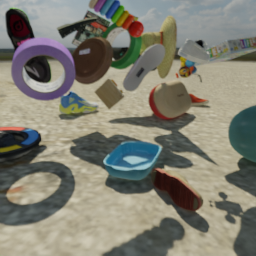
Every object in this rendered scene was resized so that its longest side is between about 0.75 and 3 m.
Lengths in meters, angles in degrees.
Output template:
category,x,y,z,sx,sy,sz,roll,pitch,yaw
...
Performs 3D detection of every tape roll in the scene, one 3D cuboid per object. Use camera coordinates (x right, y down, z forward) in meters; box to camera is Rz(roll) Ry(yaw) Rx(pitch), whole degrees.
category,x,y,z,sx,sy,sz,roll,pitch,yaw
tape roll,-0.345,-3.465,11.793,1.955,1.955,0.470,14,5,37
tape roll,-2.610,-1.785,8.701,1.870,1.870,0.614,-4,39,-14

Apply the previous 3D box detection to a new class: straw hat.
category,x,y,z,sx,sy,sz,roll,pitch,yaw
straw hat,1.066,-3.543,12.132,1.203,2.842,2.842,4,16,-11

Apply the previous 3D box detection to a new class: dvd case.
category,x,y,z,sx,sy,sz,roll,pitch,yaw
dvd case,-1.645,-4.225,12.413,1.180,1.616,0.178,15,30,-35

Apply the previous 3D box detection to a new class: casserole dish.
category,x,y,z,sx,sy,sz,roll,pitch,yaw
casserole dish,0.158,0.880,7.681,1.276,0.409,2.107,6,19,18

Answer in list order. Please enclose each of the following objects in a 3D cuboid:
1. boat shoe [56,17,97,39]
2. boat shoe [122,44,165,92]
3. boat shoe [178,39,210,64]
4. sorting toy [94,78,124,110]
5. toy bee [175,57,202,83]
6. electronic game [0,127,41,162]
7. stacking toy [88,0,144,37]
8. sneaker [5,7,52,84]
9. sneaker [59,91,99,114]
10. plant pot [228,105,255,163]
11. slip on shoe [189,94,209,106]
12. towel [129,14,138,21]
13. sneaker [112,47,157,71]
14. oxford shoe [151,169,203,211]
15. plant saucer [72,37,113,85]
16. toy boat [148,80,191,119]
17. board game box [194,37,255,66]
category,x,y,z,sx,sy,sz,roll,pitch,yaw
boat shoe,-1.004,-2.000,5.635,0.829,0.275,0.310,-18,17,-4
boat shoe,0.547,-2.296,10.670,0.764,2.124,0.698,33,7,-22
boat shoe,1.858,-2.103,7.522,0.575,0.548,1.598,41,29,29
sorting toy,-0.580,-1.133,9.187,0.770,0.775,0.270,-37,6,35
toy bee,1.621,-1.698,7.949,0.635,0.764,1.168,-16,30,12
electronic game,-4.128,0.436,8.836,2.670,0.556,2.670,0,18,0
stacking toy,-0.261,-3.267,8.078,1.713,0.731,0.731,34,11,-15
sneaker,-3.781,-2.910,10.278,1.134,2.955,1.238,-24,13,-2
sneaker,-2.341,-1.257,13.442,1.998,1.050,0.757,-11,20,-30
plant pot,3.770,0.168,7.859,1.839,1.839,1.476,-12,8,-33
slip on shoe,3.426,-1.568,15.237,1.931,0.591,0.715,12,19,30
towel,-0.136,-4.674,11.443,1.162,0.105,0.500,26,36,-5
sneaker,0.192,-3.804,14.277,2.944,1.167,1.110,9,52,-4
oxford shoe,1.166,1.269,6.180,0.611,0.576,1.635,-3,18,-27
plant saucer,-1.454,-2.585,10.572,1.939,1.939,0.286,11,-8,31
toy boat,1.714,-1.187,13.035,1.651,1.648,2.525,-25,-2,38
board game box,3.333,-2.553,9.328,2.277,0.390,1.531,-18,5,-36
